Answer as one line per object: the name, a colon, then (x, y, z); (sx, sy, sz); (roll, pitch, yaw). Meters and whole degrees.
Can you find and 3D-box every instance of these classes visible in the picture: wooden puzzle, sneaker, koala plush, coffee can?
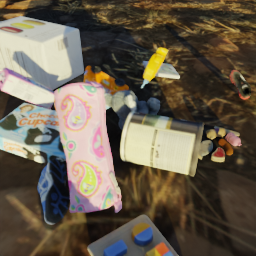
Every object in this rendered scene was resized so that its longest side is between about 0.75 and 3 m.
wooden puzzle: (0.142, 2.074, 4.543); (1.211, 0.303, 1.307); (-22, 42, -26)
sneaker: (3.479, -1.356, 8.609); (0.356, 1.008, 0.493); (-28, 1, 7)
koala plush: (0.007, -0.493, 6.970); (1.091, 1.230, 1.131); (15, 77, 34)
sneaker: (-1.502, 1.283, 5.550); (0.502, 0.510, 1.325); (29, 36, -36)
coffee can: (0.760, 0.323, 6.170); (1.592, 1.165, 1.165); (10, 38, 14)

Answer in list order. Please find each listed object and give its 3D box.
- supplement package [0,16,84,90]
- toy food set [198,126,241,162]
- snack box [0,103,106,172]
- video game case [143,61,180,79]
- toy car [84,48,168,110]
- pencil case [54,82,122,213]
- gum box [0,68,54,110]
supplement package: (-3.305, -2.732, 9.901); (2.983, 1.634, 1.697); (21, 42, 26)
toy food set: (2.291, 0.351, 6.934); (0.914, 0.226, 1.438); (18, 40, 23)
snack box: (-1.967, 0.177, 6.916); (2.500, 0.464, 1.453); (15, 39, 16)
video game case: (1.191, -2.117, 10.164); (1.135, 0.125, 1.035); (4, 35, -16)
toy car: (-0.396, -1.261, 7.074); (1.447, 2.951, 0.982); (37, 62, -10)
pencil case: (-0.712, 0.369, 5.094); (1.021, 2.336, 1.021); (-9, -2, 0)
gum box: (-2.829, -1.101, 7.778); (1.463, 0.484, 0.830); (25, 9, -37)
